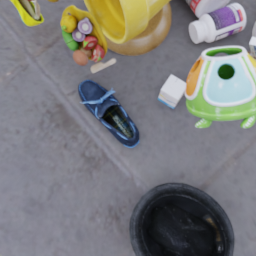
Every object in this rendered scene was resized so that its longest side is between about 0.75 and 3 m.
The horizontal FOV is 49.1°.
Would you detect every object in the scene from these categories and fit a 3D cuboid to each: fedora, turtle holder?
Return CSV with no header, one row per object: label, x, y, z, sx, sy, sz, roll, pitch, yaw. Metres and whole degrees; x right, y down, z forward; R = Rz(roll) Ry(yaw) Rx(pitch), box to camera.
fedora,1.365,2.873,7.648,2.784,1.272,2.784,1,73,-2
turtle holder,2.100,-0.843,5.560,1.938,1.376,1.472,10,35,33

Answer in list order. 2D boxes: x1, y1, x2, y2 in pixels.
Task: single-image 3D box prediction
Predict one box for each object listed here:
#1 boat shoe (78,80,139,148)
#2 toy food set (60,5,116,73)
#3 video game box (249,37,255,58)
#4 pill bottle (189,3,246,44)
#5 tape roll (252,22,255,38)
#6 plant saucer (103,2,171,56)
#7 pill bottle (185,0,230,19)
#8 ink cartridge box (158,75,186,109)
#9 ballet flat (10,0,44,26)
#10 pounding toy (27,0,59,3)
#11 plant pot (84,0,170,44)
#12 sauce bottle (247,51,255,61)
boat shoe,-0.534,-0.599,8.711,2.679,0.919,1.127,42,80,9
toy food set,-1.111,-2.066,6.953,1.048,1.781,0.582,-6,38,37
video game box,3.078,-1.632,6.012,0.854,0.778,0.200,26,98,29
pill bottle,2.954,-3.446,9.404,1.685,0.939,0.939,-21,77,-5
tape roll,5.713,-3.292,8.840,2.842,1.951,2.842,0,76,1
plant saucer,0.122,-3.897,9.431,2.831,0.501,2.831,0,89,-4
pill bottle,2.286,-5.257,9.538,1.534,1.534,2.694,-30,78,-7
ink cartridge box,1.400,-1.127,8.871,0.630,0.863,0.633,33,79,8
ballet flat,-2.925,-3.627,7.711,0.671,2.002,0.669,8,66,15
pounding toy,-1.987,-3.440,6.741,1.272,0.764,1.647,22,35,1
plant pot,0.114,-3.133,6.212,1.785,1.898,1.898,-34,79,-16
sauce bottle,2.808,-1.425,7.859,1.797,0.581,0.581,-37,79,-7
